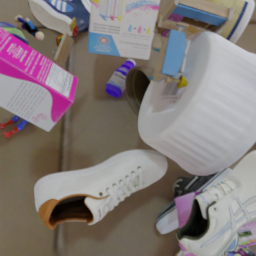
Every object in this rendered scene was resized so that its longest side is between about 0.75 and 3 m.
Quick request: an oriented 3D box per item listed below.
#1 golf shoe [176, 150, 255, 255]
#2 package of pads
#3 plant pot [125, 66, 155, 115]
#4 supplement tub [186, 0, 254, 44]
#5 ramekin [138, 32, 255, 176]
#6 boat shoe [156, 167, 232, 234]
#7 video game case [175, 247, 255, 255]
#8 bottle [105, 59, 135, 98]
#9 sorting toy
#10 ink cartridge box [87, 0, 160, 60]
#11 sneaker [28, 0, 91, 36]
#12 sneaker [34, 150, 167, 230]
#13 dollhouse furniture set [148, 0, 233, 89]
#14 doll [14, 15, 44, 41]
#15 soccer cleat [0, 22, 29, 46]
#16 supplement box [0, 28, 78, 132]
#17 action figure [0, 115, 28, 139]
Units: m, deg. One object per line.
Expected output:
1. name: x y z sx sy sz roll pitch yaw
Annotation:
1. golf shoe: 1.511 1.135 4.308 0.972 0.782 1.999 30 91 -26
2. package of pads: 1.913 1.709 5.499 1.976 0.748 1.191 -23 31 17
3. plant pot: 0.903 -1.246 8.689 1.381 1.592 1.592 -21 66 -26
4. supplement tub: 2.385 -3.359 8.112 1.999 1.444 1.444 25 68 2
5. ramekin: 1.392 -0.568 5.818 1.369 2.809 2.809 27 65 -19
6. boat shoe: 1.668 1.765 7.625 2.706 0.975 0.960 -31 60 -24
7. video game case: 2.229 3.314 7.162 1.609 0.288 1.458 38 71 16
8. bottle: -0.208 -1.695 9.356 0.592 0.463 1.418 26 68 11
9. sorting toy: -1.619 -1.984 6.841 0.244 0.697 1.445 23 93 1
10. ink cartridge box: -0.115 -3.452 7.498 1.721 2.677 1.676 5 30 -7
11. sneaker: -2.294 -4.444 10.429 2.386 0.961 1.747 33 61 18
12. sneaker: -0.372 1.349 5.754 2.908 1.059 1.231 -16 34 -14
13. dollhouse furniture set: 1.076 -1.446 5.490 1.086 1.571 1.664 13 87 -9
14. doll: -1.813 -1.835 5.253 0.770 0.526 0.187 37 73 30
15. soccer cleat: -3.435 -1.411 6.297 1.117 0.863 2.671 35 69 20
16. supplement box: -1.853 -0.831 4.888 1.713 0.867 0.885 33 31 -24
17. action figure: -3.050 -0.489 8.813 2.079 0.537 0.680 -35 68 -17
